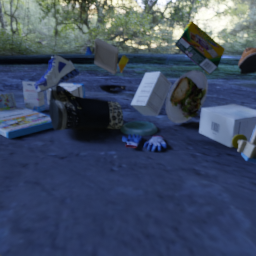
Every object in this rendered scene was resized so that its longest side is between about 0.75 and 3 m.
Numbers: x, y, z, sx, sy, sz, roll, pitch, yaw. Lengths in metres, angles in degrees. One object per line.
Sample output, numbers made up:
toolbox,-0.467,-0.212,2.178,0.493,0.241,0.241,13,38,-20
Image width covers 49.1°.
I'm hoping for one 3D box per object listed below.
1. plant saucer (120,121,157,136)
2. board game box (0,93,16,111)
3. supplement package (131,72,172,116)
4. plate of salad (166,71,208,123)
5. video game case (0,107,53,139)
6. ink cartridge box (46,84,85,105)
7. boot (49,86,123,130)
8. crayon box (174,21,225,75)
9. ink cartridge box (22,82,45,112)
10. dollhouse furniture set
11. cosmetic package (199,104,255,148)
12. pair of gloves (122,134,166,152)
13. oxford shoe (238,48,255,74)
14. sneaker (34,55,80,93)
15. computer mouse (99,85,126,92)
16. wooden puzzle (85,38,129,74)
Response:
plant saucer,0.375,-0.015,9.661,1.276,0.175,1.276,1,19,0
board game box,-5.352,-1.005,11.617,1.165,0.611,0.600,-13,-8,-35
supplement package,0.693,-1.003,8.345,0.629,1.148,0.653,8,-24,49
plate of salad,2.158,-1.022,9.849,1.993,1.993,0.479,-13,33,-33
video game case,-4.081,-0.266,10.303,2.739,0.244,1.960,16,24,41
ink cartridge box,-2.986,-1.653,13.639,1.285,0.742,1.761,3,19,9
boot,-1.623,-0.724,10.082,2.289,1.094,3.031,2,24,-20
crayon box,2.553,-2.850,9.876,1.620,0.472,1.398,38,49,-7
ink cartridge box,-4.014,-1.359,11.934,0.730,1.268,0.430,7,20,18
dollhouse furniture set,4.152,-0.383,7.034,2.677,2.527,1.747,12,18,-1
cosmetic package,3.315,-0.132,8.867,1.463,0.899,1.458,-7,20,-25
pair of gloves,0.463,0.432,8.366,1.359,0.155,1.092,4,17,8
oxford shoe,3.577,-2.086,8.250,0.684,0.684,1.918,-3,0,15
sneaker,-2.540,-1.917,9.522,1.680,0.970,0.679,-34,16,-31
computer mouse,-0.862,-2.265,16.154,1.157,0.379,1.648,10,13,25
wooden puzzle,-0.717,-2.394,9.398,1.605,1.082,0.188,34,53,9
